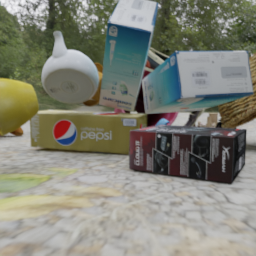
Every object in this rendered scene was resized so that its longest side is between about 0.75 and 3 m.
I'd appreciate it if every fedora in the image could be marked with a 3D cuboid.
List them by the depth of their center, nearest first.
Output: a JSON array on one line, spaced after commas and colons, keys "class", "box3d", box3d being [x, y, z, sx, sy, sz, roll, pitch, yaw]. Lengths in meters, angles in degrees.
[{"class": "fedora", "box3d": [-0.878, -1.213, 8.322, 0.568, 1.392, 1.392, 22, 15, 27]}]

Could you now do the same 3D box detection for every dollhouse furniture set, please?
[{"class": "dollhouse furniture set", "box3d": [4.155, -0.374, 14.760, 0.875, 0.748, 1.689, 2, 6, 27]}]

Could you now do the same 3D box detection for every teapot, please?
[{"class": "teapot", "box3d": [-1.388, -1.364, 6.954, 1.451, 1.074, 1.470, 18, -41, -24]}]

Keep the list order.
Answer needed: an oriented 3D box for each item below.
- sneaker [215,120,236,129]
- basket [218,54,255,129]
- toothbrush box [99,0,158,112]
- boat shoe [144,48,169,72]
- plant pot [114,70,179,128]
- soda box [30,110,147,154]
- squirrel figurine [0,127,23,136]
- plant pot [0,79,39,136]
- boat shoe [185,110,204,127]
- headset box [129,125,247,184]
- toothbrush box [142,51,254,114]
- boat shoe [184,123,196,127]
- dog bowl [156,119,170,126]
[{"class": "sneaker", "box3d": [4.535, -0.154, 12.921, 0.904, 0.603, 1.578, 9, 13, 20]}, {"class": "basket", "box3d": [3.894, -0.878, 7.874, 1.738, 1.814, 2.435, 26, -44, -30]}, {"class": "toothbrush box", "box3d": [-0.007, -1.795, 6.954, 0.962, 2.255, 1.651, 14, 44, 0]}, {"class": "boat shoe", "box3d": [1.584, -2.242, 10.167, 2.410, 0.754, 0.858, 22, 30, 13]}, {"class": "plant pot", "box3d": [0.516, -0.888, 12.008, 2.629, 2.629, 2.353, -2, -11, -19]}, {"class": "soda box", "box3d": [-1.048, 0.063, 7.410, 2.970, 0.951, 1.006, 4, 8, 15]}, {"class": "squirrel figurine", "box3d": [-5.428, -0.307, 10.004, 2.398, 1.697, 2.238, 7, 20, 24]}, {"class": "plant pot", "box3d": [-2.077, -0.451, 5.106, 0.736, 1.037, 1.037, -18, 13, -27]}, {"class": "boat shoe", "box3d": [2.861, -0.502, 12.338, 0.399, 1.232, 0.443, 41, -2, -31]}, {"class": "headset box", "box3d": [1.070, 0.385, 5.309, 2.019, 0.780, 1.502, 5, 6, 30]}, {"class": "toothbrush box", "box3d": [1.657, -1.109, 7.511, 1.899, 1.107, 2.594, -4, -3, -16]}, {"class": "boat shoe", "box3d": [2.984, -0.109, 13.941, 1.025, 0.360, 0.361, -6, 9, -42]}, {"class": "dog bowl", "box3d": [1.121, 0.023, 9.478, 0.511, 0.227, 0.916, -38, -23, -19]}]
